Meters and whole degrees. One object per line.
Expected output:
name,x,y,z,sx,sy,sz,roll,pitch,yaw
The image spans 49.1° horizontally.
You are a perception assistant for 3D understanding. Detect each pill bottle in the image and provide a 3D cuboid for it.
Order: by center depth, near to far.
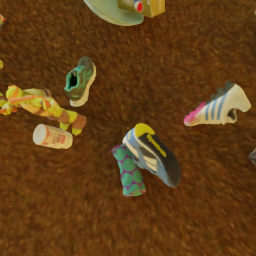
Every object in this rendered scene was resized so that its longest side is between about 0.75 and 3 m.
pill bottle,-1.899,0.245,7.157,0.509,0.898,0.509,-12,71,37

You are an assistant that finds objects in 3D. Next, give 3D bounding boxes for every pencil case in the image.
pencil case,-0.001,1.118,7.350,0.619,0.570,1.340,-21,73,19

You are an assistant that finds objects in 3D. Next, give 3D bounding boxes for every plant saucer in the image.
plant saucer,-0.565,-3.677,8.363,2.191,0.422,2.191,21,44,-22

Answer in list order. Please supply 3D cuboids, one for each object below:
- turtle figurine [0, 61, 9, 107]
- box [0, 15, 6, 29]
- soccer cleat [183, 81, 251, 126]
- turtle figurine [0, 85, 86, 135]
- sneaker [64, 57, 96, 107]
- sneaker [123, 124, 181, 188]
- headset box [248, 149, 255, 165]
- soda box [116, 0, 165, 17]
turtle figurine,-4.186,-1.156,7.845,1.986,0.640,1.602,-30,92,-6
box,-4.147,-3.029,8.292,0.207,0.655,1.191,-24,46,36
soccer cleat,2.163,-0.340,7.064,0.712,2.037,0.879,-38,87,-29
turtle figurine,-2.185,-0.521,6.865,2.567,2.070,0.827,-2,69,41
sneaker,-1.318,-1.390,7.610,0.606,0.712,1.562,-2,62,18
sneaker,0.607,0.740,6.983,1.863,0.766,0.689,52,42,-9
headset box,3.919,1.050,6.022,1.115,2.887,2.149,-46,75,9
soda box,0.314,-3.723,8.203,0.524,0.555,1.637,-33,44,-21
